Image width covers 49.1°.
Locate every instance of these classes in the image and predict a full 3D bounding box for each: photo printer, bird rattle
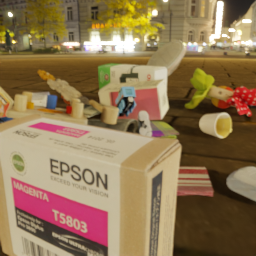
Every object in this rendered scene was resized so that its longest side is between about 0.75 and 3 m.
[{"bbox_3d":[2.523,1.100,5.500,0.835,0.348,1.004,-14,22,-35],"label":"photo printer"},{"bbox_3d":[4.038,-1.405,11.733,2.995,1.687,2.442,12,5,25],"label":"bird rattle"}]

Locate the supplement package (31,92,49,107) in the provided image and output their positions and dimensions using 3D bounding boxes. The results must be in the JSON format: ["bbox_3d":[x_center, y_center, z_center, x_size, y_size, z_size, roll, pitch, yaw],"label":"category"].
[{"bbox_3d":[-3.478,-0.803,10.652,0.822,0.854,1.501,-4,17,-6],"label":"supplement package"}]

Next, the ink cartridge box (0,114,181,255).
[{"bbox_3d":[-0.613,0.949,3.438,2.287,1.884,0.859,10,20,30],"label":"ink cartridge box"}]

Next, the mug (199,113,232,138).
[{"bbox_3d":[2.719,-0.038,8.828,0.768,0.959,0.787,-45,27,-20],"label":"mug"}]

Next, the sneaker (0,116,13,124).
[{"bbox_3d":[-3.203,0.045,7.840,2.363,0.907,1.314,-4,12,0],"label":"sneaker"}]

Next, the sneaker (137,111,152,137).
[{"bbox_3d":[0.447,0.046,8.267,0.372,0.990,0.569,-1,-25,-8],"label":"sneaker"}]

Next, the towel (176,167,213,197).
[{"bbox_3d":[1.281,1.100,5.894,0.845,0.133,1.173,0,16,8],"label":"towel"}]

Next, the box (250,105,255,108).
[{"bbox_3d":[6.226,-1.110,12.522,1.461,0.323,1.170,5,18,16],"label":"box"}]

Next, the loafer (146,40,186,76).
[{"bbox_3d":[1.326,-2.469,11.849,0.919,2.924,1.051,12,45,-49],"label":"loafer"}]

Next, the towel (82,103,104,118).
[{"bbox_3d":[-1.163,-0.559,8.710,0.921,0.159,0.887,12,27,33],"label":"towel"}]

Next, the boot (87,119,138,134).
[{"bbox_3d":[-0.988,0.156,7.752,2.103,0.763,1.912,13,32,23],"label":"boot"}]

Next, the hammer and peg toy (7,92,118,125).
[{"bbox_3d":[-1.542,-0.288,6.803,2.386,0.841,1.755,6,9,-16],"label":"hammer and peg toy"}]

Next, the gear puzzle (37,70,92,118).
[{"bbox_3d":[-2.468,-1.338,10.968,2.907,0.381,1.506,38,18,5],"label":"gear puzzle"}]

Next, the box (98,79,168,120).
[{"bbox_3d":[0.226,-0.931,9.648,2.061,1.123,1.318,-3,19,20],"label":"box"}]

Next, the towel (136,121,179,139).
[{"bbox_3d":[0.362,0.102,8.850,2.083,0.237,1.496,-4,18,-14],"label":"towel"}]

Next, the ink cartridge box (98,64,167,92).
[{"bbox_3d":[0.160,-1.556,11.334,2.594,1.902,1.077,9,21,29],"label":"ink cartridge box"}]

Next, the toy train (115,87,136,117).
[{"bbox_3d":[-0.114,-0.756,8.462,0.499,0.657,1.150,-1,-20,-19],"label":"toy train"}]

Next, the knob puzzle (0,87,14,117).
[{"bbox_3d":[-4.961,-0.941,10.155,1.825,1.825,0.253,9,30,27],"label":"knob puzzle"}]
